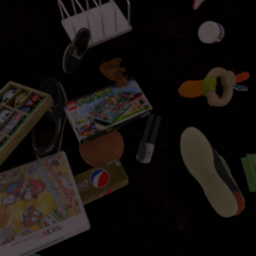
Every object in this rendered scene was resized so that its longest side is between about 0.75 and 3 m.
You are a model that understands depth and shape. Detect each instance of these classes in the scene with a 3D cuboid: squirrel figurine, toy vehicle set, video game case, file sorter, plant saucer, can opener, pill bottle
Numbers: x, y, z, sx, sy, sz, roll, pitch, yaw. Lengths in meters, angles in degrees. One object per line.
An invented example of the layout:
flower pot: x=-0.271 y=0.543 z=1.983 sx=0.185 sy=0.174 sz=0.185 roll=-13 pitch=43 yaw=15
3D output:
squirrel figurine: x=-0.448 y=-1.678 z=8.866 sx=0.648 sy=0.915 sz=0.854 roll=-32 pitch=81 yaw=34
toy vehicle set: x=-3.604 y=-0.188 z=8.126 sx=1.630 sy=0.348 sz=2.624 roll=18 pitch=56 yaw=19
video game case: x=-2.509 y=1.930 z=7.265 sx=2.416 sy=0.304 sz=2.655 roll=-20 pitch=43 yaw=-13
file sorter: x=-1.246 y=-4.219 z=10.331 sx=2.290 sy=1.426 sz=1.589 roll=-26 pitch=69 yaw=-10
plant saucer: x=-0.858 y=0.568 z=8.966 sx=1.438 sy=0.232 sz=1.438 roll=0 pitch=66 yaw=0
can opener: x=0.672 y=0.298 z=8.890 sx=0.454 sy=0.569 sz=1.701 roll=16 pitch=68 yaw=6
pill bottle: x=3.009 y=-3.380 z=9.993 sx=0.710 sy=0.710 sz=1.278 roll=39 pitch=29 yaw=15

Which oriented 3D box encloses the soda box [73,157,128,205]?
soda box: x=-1.146 y=1.724 z=8.210 sx=2.235 sy=0.716 sz=0.757 roll=-24 pitch=69 yaw=-9

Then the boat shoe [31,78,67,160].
boat shoe: x=-2.558 y=-0.438 z=8.999 sx=1.046 sy=0.985 sz=2.913 roll=-3 pitch=66 yaw=1

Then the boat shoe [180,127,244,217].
boat shoe: x=2.493 y=1.247 z=8.341 sx=0.882 sy=1.003 sz=2.818 roll=2 pitch=54 yaw=-46

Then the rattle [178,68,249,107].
rattle: x=3.043 y=-1.428 z=9.777 sx=2.036 sy=1.455 sz=1.326 roll=-31 pitch=92 yaw=-35

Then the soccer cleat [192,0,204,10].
soccer cleat: x=2.974 y=-5.336 z=11.304 sx=0.599 sy=0.484 sz=1.386 roll=14 pitch=68 yaw=5

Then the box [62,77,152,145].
box: x=-0.668 y=-0.601 z=9.092 sx=2.550 sy=0.443 sz=1.404 roll=-25 pitch=71 yaw=-16

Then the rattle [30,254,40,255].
rattle: x=-3.455 y=3.247 z=7.614 sx=2.218 sy=1.444 sz=1.585 roll=35 pitch=88 yaw=-19

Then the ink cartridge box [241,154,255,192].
ink cartridge box: x=3.781 y=1.270 z=7.930 sx=1.866 sy=0.553 sz=0.969 roll=4 pitch=68 yaw=-37

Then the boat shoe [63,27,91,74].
boat shoe: x=-1.794 y=-2.635 z=9.700 sx=0.617 sy=0.581 sz=1.718 roll=20 pitch=109 yaw=-26
